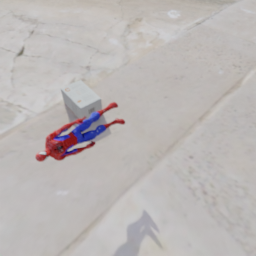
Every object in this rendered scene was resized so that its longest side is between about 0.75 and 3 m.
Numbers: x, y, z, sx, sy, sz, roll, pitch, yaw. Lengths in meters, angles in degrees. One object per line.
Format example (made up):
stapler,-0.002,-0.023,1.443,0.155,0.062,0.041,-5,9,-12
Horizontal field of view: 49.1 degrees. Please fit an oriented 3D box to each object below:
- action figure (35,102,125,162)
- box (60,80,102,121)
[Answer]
action figure,-1.124,0.142,6.657,2.359,0.772,0.610,-32,22,-28
box,-1.578,-0.926,9.502,0.811,0.635,1.304,-30,53,-25
